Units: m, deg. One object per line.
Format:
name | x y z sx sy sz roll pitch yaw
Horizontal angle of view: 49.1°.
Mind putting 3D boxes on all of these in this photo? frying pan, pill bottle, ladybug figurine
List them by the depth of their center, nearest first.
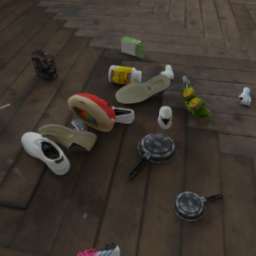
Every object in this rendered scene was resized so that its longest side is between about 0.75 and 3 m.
frying pan | 2.191 2.370 8.569 1.608 0.262 0.973 0 46 4
frying pan | 0.673 0.839 10.088 2.368 0.385 1.433 -20 46 -23
ladybug figurine | -1.294 -0.642 10.533 2.276 1.545 0.819 27 64 32
pill bottle | -0.138 -2.444 13.136 1.441 0.787 0.787 8 45 9

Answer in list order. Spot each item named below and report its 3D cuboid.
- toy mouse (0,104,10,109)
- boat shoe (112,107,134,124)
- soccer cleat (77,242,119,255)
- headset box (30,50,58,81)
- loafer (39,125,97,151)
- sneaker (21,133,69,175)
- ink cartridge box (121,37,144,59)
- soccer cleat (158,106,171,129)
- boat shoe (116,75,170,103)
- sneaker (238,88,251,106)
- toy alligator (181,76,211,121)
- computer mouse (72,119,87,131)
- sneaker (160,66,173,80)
toy mouse | -5.791 -0.404 10.816 2.111 0.460 2.375 0 23 25
boat shoe | -0.641 -0.596 11.333 1.779 0.581 0.655 1 49 1
soccer cleat | -0.772 3.404 7.358 1.142 0.493 0.399 -16 0 6
headset box | -4.006 -3.037 13.344 1.003 1.348 0.521 23 49 23
loafer | -2.188 0.386 10.029 2.080 0.787 0.710 8 72 -3
sneaker | -2.934 0.680 9.850 2.381 0.843 0.870 29 51 27
ink cartridge box | 0.327 -4.338 15.124 1.437 0.746 0.426 23 48 23
soccer cleat | 1.314 -0.221 10.138 0.506 1.447 0.625 0 61 8
boat shoe | 0.641 -1.602 12.385 2.449 0.828 0.880 -19 85 -6
sneaker | 5.113 -1.415 12.372 0.470 0.407 1.086 4 44 12
toy alligator | 2.646 -1.180 11.778 0.706 0.974 2.938 -38 34 18
computer mouse | -1.819 0.064 10.923 0.613 0.245 1.118 -21 48 -26
sneaker | 1.841 -2.741 13.751 0.570 0.364 0.987 -3 45 -8
